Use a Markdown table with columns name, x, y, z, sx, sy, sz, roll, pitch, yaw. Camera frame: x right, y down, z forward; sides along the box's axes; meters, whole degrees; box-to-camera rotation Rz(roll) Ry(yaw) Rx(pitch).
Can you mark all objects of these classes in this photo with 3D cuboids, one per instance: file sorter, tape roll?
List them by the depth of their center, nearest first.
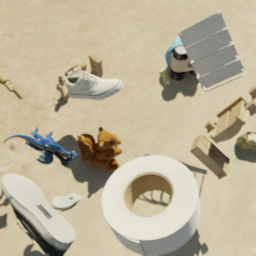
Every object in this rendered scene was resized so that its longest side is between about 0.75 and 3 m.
| name | x | y | z | sx | sy | sz | roll | pitch | yaw |
| --- | --- | --- | --- | --- | --- | --- | --- | --- | --- |
| tape roll | 0.515 | 1.692 | 6.367 | 2.185 | 0.764 | 2.185 | -10 | 42 | 9 |
| file sorter | 2.657 | -2.378 | 8.901 | 1.479 | 1.327 | 2.132 | -23 | 101 | 20 |

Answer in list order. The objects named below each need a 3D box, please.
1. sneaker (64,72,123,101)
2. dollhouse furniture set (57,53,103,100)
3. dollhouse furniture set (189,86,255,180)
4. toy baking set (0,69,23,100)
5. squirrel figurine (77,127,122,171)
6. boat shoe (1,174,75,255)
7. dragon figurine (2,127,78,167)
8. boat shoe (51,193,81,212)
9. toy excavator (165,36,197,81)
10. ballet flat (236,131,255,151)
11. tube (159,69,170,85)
| name | x | y | z | sx | sy | sz | roll | pitch | yaw |
| --- | --- | --- | --- | --- | --- | --- | --- | --- | --- |
| sneaker | -1.331 | -1.512 | 9.856 | 2.412 | 0.854 | 0.881 | -1 | 43 | 31 |
| dollhouse furniture set | -2.313 | -2.406 | 12.426 | 2.179 | 0.964 | 1.129 | -40 | 67 | -21 |
| dollhouse furniture set | 3.185 | 0.006 | 7.687 | 1.195 | 2.699 | 1.399 | 42 | 38 | -3 |
| toy baking set | -3.798 | -1.584 | 8.317 | 0.231 | 1.522 | 1.983 | -39 | 97 | -9 |
| squirrel figurine | -1.056 | 0.708 | 10.205 | 1.702 | 1.589 | 1.205 | 1 | 59 | 0 |
| boat shoe | -1.981 | 1.792 | 5.703 | 2.096 | 0.741 | 0.667 | 39 | 107 | 24 |
| dragon figurine | -2.195 | 0.554 | 7.474 | 1.036 | 2.083 | 0.613 | 43 | 98 | 26 |
| boat shoe | -1.713 | 2.108 | 7.678 | 0.418 | 1.184 | 0.377 | 34 | 100 | 21 |
| toy excavator | 2.920 | -3.870 | 13.166 | 2.860 | 1.469 | 2.941 | -12 | 51 | -8 |
| ballet flat | 5.425 | 0.564 | 10.780 | 2.324 | 0.822 | 0.822 | 7 | 60 | 4 |
| tube | 1.688 | -2.369 | 12.848 | 0.259 | 0.231 | 0.891 | 18 | 46 | -35 |
